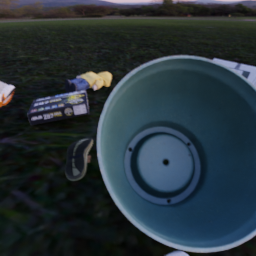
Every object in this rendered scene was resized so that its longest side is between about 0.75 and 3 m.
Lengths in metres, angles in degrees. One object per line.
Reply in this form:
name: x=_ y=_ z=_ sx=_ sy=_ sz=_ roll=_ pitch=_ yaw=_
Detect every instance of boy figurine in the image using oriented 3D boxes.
boy figurine: x=-1.610 y=-1.909 z=11.713 sx=1.315 sy=0.682 sz=2.116 roll=30 pitch=37 yaw=33

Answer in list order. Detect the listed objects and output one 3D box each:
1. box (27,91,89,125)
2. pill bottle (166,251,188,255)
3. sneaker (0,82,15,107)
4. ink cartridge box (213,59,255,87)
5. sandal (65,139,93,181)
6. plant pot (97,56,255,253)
box: x=-2.222 y=-0.686 z=9.156 sx=1.832 sy=0.450 sz=1.476 roll=-12 pitch=22 yaw=-5
pill bottle: x=-0.015 y=2.108 z=3.101 sx=1.824 sy=1.028 sz=1.028 roll=-13 pitch=29 yaw=-26
sneaker: x=-4.535 y=-0.908 z=9.017 sx=0.921 sy=0.758 sz=2.003 roll=28 pitch=32 yaw=-10
ink cartridge box: x=3.437 y=-0.968 z=8.209 sx=0.979 sy=1.700 sz=2.330 roll=-53 pitch=39 yaw=-4
sandal: x=-1.152 y=0.753 z=6.611 sx=0.585 sy=0.420 sz=1.474 roll=-10 pitch=35 yaw=11
plant pot: x=0.840 y=0.492 z=4.821 sx=2.822 sy=2.822 sz=1.891 roll=-5 pitch=-16 yaw=-10
